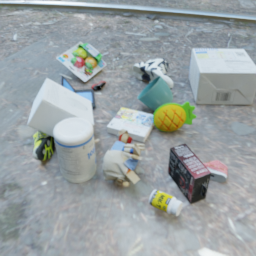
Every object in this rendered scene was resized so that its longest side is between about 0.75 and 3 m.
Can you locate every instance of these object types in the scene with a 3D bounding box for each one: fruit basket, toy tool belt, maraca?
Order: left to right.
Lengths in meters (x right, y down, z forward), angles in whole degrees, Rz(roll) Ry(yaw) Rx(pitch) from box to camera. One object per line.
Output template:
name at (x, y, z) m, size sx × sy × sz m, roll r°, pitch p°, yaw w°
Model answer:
fruit basket at (-2.482, -3.706, 15.377) m, size 2.022 × 1.023 × 2.183 m, roll 40°, pitch 44°, yaw 1°
toy tool belt at (0.033, 1.017, 9.481) m, size 1.252 × 1.272 × 2.038 m, roll 14°, pitch 41°, yaw 14°
maraca at (1.879, -0.454, 11.375) m, size 1.764 × 1.209 × 0.944 m, roll -13°, pitch 25°, yaw 2°

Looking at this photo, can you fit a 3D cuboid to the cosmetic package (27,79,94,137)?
cosmetic package at (-2.545, -0.591, 10.716) m, size 2.033 × 1.249 × 2.026 m, roll 29°, pitch 21°, yaw -24°

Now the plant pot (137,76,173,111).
plant pot at (1.307, -1.412, 12.552) m, size 1.146 × 1.428 × 1.428 m, roll 45°, pitch 40°, yaw -12°

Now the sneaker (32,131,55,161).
sneaker at (-3.235, 0.565, 10.632) m, size 0.799 × 0.789 × 2.092 m, roll -5°, pitch 27°, yaw 6°

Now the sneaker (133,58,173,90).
sneaker at (1.753, -2.947, 14.728) m, size 1.814 × 1.113 × 2.788 m, roll -32°, pitch 37°, yaw -22°

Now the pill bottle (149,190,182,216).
pill bottle at (1.103, 2.203, 8.215) m, size 0.886 × 0.506 × 0.506 m, roll 18°, pitch 41°, yaw 30°

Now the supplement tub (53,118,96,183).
supplement tub at (-1.731, 0.748, 9.336) m, size 1.269 × 1.924 × 1.269 m, roll 0°, pitch 38°, yaw 0°

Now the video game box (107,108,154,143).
video game box at (0.175, -0.159, 11.757) m, size 1.668 × 0.390 × 1.520 m, roll 15°, pitch 43°, yaw 18°

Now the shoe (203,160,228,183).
shoe at (2.764, 1.394, 9.718) m, size 1.361 × 0.486 × 0.619 m, roll 18°, pitch 40°, yaw 14°

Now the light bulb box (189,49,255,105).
light bulb box at (4.546, -2.577, 13.769) m, size 2.727 × 1.717 × 2.751 m, roll 2°, pitch 37°, yaw 3°

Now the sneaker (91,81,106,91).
sneaker at (-1.432, -2.145, 14.375) m, size 0.892 × 0.315 × 0.436 m, roll -31°, pitch 47°, yaw -31°

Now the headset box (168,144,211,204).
headset box at (1.949, 1.497, 8.941) m, size 0.616 × 1.220 × 1.641 m, roll -16°, pitch 39°, yaw -17°

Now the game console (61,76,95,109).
game console at (-2.346, -1.691, 13.185) m, size 1.476 × 1.023 × 1.729 m, roll -5°, pitch 38°, yaw -9°
